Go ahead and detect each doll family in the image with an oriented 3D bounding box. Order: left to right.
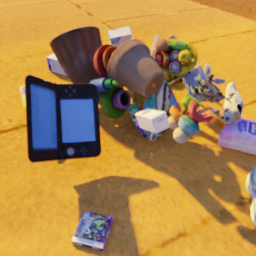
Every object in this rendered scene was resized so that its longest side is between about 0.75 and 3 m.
[{"bbox_3d":[2.144,-2.872,12.078,0.918,2.340,1.353,-29,72,21],"label":"doll family"}]

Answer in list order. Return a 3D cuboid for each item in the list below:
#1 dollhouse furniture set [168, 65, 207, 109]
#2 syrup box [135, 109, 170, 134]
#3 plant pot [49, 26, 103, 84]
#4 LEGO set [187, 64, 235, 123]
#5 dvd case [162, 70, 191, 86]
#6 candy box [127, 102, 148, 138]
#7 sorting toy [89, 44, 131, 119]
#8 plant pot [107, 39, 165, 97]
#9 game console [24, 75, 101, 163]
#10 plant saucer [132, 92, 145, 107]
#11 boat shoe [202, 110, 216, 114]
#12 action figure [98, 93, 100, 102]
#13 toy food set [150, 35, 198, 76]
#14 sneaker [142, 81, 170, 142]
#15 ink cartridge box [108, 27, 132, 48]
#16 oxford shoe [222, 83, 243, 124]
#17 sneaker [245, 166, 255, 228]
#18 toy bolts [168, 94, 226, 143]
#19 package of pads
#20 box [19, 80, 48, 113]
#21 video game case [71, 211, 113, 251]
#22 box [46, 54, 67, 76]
[{"bbox_3d":[2.189,-1.928,11.544,2.231,2.107,1.456,-25,-10,32],"label":"dollhouse furniture set"},{"bbox_3d":[0.774,-0.254,9.247,0.532,0.551,1.352,-25,18,-16],"label":"syrup box"},{"bbox_3d":[-1.934,-2.800,12.259,2.262,2.420,2.262,-19,5,2],"label":"plant pot"},{"bbox_3d":[2.707,-0.915,9.270,0.706,2.490,1.617,-49,29,-19],"label":"LEGO set"},{"bbox_3d":[1.699,-2.378,11.211,0.195,1.573,1.182,-14,83,-39],"label":"dvd case"},{"bbox_3d":[0.440,-0.335,11.218,0.437,0.960,1.136,-30,41,5],"label":"candy box"},{"bbox_3d":[-0.465,-1.763,10.794,1.208,2.942,1.768,0,18,42],"label":"sorting toy"},{"bbox_3d":[0.443,-2.028,10.274,1.882,1.882,1.641,-28,57,-30],"label":"plant pot"},{"bbox_3d":[-1.949,-0.269,8.837,2.262,2.572,1.497,-3,-4,-13],"label":"game console"},{"bbox_3d":[0.618,-1.756,12.263,0.302,1.947,1.947,17,41,10],"label":"plant saucer"},{"bbox_3d":[3.021,-0.449,10.873,0.976,0.276,0.335,-24,8,47],"label":"boat shoe"},{"bbox_3d":[-1.106,-1.573,13.151,1.449,0.783,1.498,-3,49,8],"label":"action figure"},{"bbox_3d":[1.498,-2.751,10.435,2.150,1.265,0.702,30,14,33],"label":"toy food set"},{"bbox_3d":[1.055,-0.658,10.955,0.953,2.394,0.928,4,-7,32],"label":"sneaker"},{"bbox_3d":[-0.300,-3.595,12.551,0.957,1.651,0.560,-14,56,-4],"label":"ink cartridge box"},{"bbox_3d":[4.121,-0.985,10.837,0.652,0.850,2.259,-11,34,32],"label":"oxford shoe"},{"bbox_3d":[4.089,2.041,8.167,0.985,1.095,2.537,1,39,1],"label":"sneaker"},{"bbox_3d":[2.014,-0.078,8.646,1.710,1.241,1.790,37,16,2],"label":"toy bolts"},{"bbox_3d":[4.567,0.323,10.546,2.187,0.827,1.318,15,42,18],"label":"package of pads"},{"bbox_3d":[-4.158,-1.422,12.951,1.435,0.591,2.445,-16,44,-18],"label":"box"},{"bbox_3d":[-0.988,2.872,7.866,0.907,0.179,1.001,9,39,12],"label":"video game case"},{"bbox_3d":[-3.351,-3.608,15.459,1.613,0.846,1.483,19,42,23],"label":"box"}]
